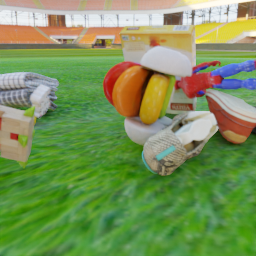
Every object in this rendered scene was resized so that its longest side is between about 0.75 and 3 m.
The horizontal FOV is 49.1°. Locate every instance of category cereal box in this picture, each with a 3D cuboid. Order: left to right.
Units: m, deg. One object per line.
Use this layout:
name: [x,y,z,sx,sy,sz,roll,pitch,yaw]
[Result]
cereal box: [0.977,-1.627,8.369,2.017,2.803,0.554,7,46,22]

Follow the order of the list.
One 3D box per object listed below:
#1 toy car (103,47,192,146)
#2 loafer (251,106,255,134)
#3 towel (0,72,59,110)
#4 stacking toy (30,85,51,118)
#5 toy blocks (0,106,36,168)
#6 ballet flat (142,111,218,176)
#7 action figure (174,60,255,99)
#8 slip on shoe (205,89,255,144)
toy car: [0.348,-0.827,6.290,1.711,1.997,2.282,19,16,14]
loafer: [3.733,-0.219,6.479,1.068,1.061,2.935,-5,17,-13]
towel: [-3.462,-0.998,8.649,1.984,1.026,2.396,-6,2,9]
stacking toy: [-2.814,-0.202,4.938,1.913,0.596,2.537,23,51,5]
toy blocks: [-2.098,0.091,4.847,0.796,1.165,0.582,13,32,-7]
ballet flat: [1.182,0.117,5.324,0.991,0.892,2.631,-37,-5,30]
action figure: [2.592,-1.350,7.440,2.917,0.952,1.444,-3,14,34]
slip on shoe: [2.525,-0.400,7.279,1.077,0.889,2.906,17,18,-1]
